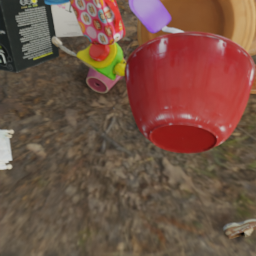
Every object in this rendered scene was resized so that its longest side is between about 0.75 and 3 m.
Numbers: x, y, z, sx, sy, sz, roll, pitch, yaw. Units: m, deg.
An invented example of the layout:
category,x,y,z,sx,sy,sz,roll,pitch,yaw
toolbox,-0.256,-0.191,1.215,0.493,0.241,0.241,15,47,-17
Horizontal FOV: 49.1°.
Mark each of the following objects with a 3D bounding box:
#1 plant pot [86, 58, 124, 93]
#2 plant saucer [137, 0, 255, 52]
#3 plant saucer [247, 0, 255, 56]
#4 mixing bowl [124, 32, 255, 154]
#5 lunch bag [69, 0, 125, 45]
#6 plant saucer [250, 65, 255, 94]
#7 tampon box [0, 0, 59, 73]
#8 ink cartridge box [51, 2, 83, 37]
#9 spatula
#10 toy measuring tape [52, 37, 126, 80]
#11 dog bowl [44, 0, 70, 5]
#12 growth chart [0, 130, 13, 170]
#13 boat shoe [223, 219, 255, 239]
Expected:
category,x,y,z,sx,sy,sz,roll,pitch,yaw
plant pot,-0.812,-1.862,9.523,1.270,1.270,1.137,17,62,16
plant saucer,1.352,-2.254,6.380,2.802,2.802,0.524,27,29,25
plant saucer,3.059,-2.828,7.431,1.944,0.314,1.944,-6,73,22
mixing bowl,0.839,-0.296,4.201,2.008,2.008,1.088,7,64,7
lunch bag,-0.396,-1.568,3.836,0.748,0.849,0.348,18,50,43
plant saucer,4.210,-1.768,10.008,1.775,0.286,1.775,0,45,0
tampon box,-3.346,-3.113,7.557,2.029,2.707,1.709,13,32,26
ink cartridge box,-2.086,-4.622,9.522,1.718,2.375,1.749,-14,58,-29
spatula,1.139,-1.736,5.527,2.785,0.286,0.787,42,61,6
toy measuring tape,-0.885,-1.951,6.899,2.372,0.873,0.873,34,53,26
dog bowl,-1.573,-2.711,5.472,0.633,0.282,1.137,-6,6,29
growth chart,-2.706,0.404,5.432,0.912,0.112,1.260,4,36,-26
boat shoe,2.463,2.168,5.934,0.852,0.322,0.306,-12,48,1
